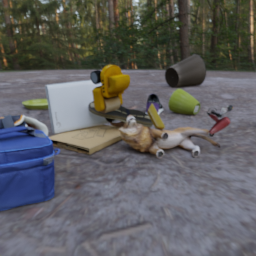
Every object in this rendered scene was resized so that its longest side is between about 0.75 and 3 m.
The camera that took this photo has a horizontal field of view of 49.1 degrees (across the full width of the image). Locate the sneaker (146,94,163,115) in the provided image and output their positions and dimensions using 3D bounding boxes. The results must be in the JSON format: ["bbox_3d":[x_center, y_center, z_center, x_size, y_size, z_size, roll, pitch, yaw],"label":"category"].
[{"bbox_3d":[1.270,-1.189,13.207,0.793,0.917,2.094,2,15,8],"label":"sneaker"}]

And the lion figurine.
[{"bbox_3d":[1.141,0.302,8.079,2.657,0.963,1.627,7,6,-22],"label":"lion figurine"}]

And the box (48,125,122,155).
[{"bbox_3d":[-1.211,0.278,9.066,1.840,0.239,2.251,9,19,32],"label":"box"}]

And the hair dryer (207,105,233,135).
[{"bbox_3d":[2.443,-0.192,7.636,0.737,0.263,0.968,-8,42,48],"label":"hair dryer"}]

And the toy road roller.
[{"bbox_3d":[-0.439,-1.082,7.921,0.830,1.350,0.986,-20,24,-38],"label":"toy road roller"}]

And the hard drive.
[{"bbox_3d":[-1.495,-0.794,9.517,2.363,1.559,0.315,-12,11,-28],"label":"hard drive"}]

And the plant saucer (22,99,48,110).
[{"bbox_3d":[-4.470,-1.210,14.499,1.914,0.297,1.914,-1,16,0],"label":"plant saucer"}]

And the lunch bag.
[{"bbox_3d":[-2.338,0.690,5.463,2.010,1.330,1.365,-9,18,-28],"label":"lunch bag"}]

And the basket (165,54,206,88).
[{"bbox_3d":[4.619,-4.418,22.913,2.925,2.637,1.989,-22,22,-30],"label":"basket"}]

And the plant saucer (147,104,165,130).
[{"bbox_3d":[0.758,-0.265,7.969,0.185,0.762,0.762,-28,-5,-3],"label":"plant saucer"}]

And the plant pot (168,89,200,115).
[{"bbox_3d":[2.662,-1.071,12.817,1.113,1.113,1.190,-14,33,-42],"label":"plant pot"}]

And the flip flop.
[{"bbox_3d":[-0.255,-0.342,9.466,2.286,0.658,0.927,14,34,-18],"label":"flip flop"}]

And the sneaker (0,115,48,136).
[{"bbox_3d":[-3.505,0.203,7.606,1.168,1.153,2.941,2,13,30],"label":"sneaker"}]
